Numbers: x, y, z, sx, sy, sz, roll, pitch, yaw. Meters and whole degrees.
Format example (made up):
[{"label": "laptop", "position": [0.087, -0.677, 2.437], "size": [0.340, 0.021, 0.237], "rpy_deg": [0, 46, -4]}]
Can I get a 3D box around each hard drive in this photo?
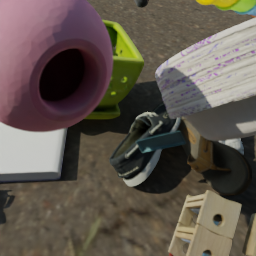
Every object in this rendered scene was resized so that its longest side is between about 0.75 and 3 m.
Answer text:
[{"label": "hard drive", "position": [-2.520, 0.190, 7.258], "size": [1.772, 0.341, 2.686], "rpy_deg": [-2, 44, -3]}]

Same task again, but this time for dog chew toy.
[{"label": "dog chew toy", "position": [-1.396, -1.074, 3.537], "size": [1.648, 1.648, 2.646], "rpy_deg": [-30, 48, -28]}]

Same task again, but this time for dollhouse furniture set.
[{"label": "dollhouse furniture set", "position": [0.961, 1.089, 2.615], "size": [0.908, 0.640, 0.636], "rpy_deg": [24, 72, 2]}]

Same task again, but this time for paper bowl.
[{"label": "paper bowl", "position": [1.884, -0.692, 4.393], "size": [2.677, 2.677, 1.392], "rpy_deg": [-20, 90, -19]}]

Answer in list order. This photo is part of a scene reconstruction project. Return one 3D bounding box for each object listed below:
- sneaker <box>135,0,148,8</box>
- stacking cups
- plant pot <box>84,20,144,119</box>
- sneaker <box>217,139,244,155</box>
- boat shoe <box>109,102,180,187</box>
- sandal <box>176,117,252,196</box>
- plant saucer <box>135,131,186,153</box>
[{"label": "sneaker", "position": [-0.229, -3.854, 6.498], "size": [0.969, 2.213, 0.824], "rpy_deg": [-19, 25, 3]}, {"label": "stacking cups", "position": [2.329, -2.479, 5.237], "size": [2.573, 0.778, 0.778], "rpy_deg": [-6, 40, -37]}, {"label": "plant pot", "position": [-1.207, -1.543, 7.550], "size": [2.328, 2.112, 2.316], "rpy_deg": [-1, 42, -23]}, {"label": "sneaker", "position": [2.559, 0.355, 7.070], "size": [0.779, 0.586, 1.564], "rpy_deg": [38, 50, 5]}, {"label": "boat shoe", "position": [0.476, 0.099, 6.747], "size": [1.040, 0.830, 2.751], "rpy_deg": [-24, 25, 40]}, {"label": "sandal", "position": [1.687, 0.525, 6.337], "size": [0.688, 1.030, 2.521], "rpy_deg": [7, 34, -32]}, {"label": "plant saucer", "position": [0.624, 0.266, 5.425], "size": [0.937, 0.328, 0.089], "rpy_deg": [-15, 34, 26]}]
